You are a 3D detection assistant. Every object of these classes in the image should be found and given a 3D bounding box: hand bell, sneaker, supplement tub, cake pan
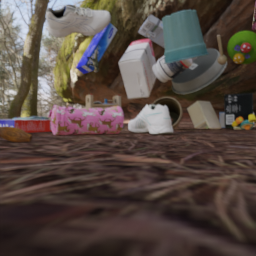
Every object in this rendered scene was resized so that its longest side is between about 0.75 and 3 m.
[{"bbox_3d":[-2.579,0.022,5.147,1.602,0.834,0.834,13,2,0],"label":"hand bell"},{"bbox_3d":[0.676,-0.259,8.732,0.786,0.896,2.235,-3,1,-26],"label":"sneaker"},{"bbox_3d":[1.812,-2.604,11.493,1.410,0.989,0.989,-33,-18,33],"label":"supplement tub"},{"bbox_3d":[-1.590,-3.464,8.925,2.102,0.783,0.915,-11,-26,-6],"label":"sneaker"},{"bbox_3d":[3.210,-2.749,13.274,2.852,2.852,0.523,2,-40,52],"label":"cake pan"}]

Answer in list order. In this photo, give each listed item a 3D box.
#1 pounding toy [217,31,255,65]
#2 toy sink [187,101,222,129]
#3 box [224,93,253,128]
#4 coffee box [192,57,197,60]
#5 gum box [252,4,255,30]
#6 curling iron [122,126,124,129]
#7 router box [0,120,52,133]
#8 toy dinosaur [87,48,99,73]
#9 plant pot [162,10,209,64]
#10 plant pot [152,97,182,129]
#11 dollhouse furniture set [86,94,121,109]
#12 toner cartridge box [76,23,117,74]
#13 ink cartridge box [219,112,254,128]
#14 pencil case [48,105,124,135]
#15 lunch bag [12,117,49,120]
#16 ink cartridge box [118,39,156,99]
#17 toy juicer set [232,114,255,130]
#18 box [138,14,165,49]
[{"bbox_3d":[3.847,-2.675,9.823,1.553,1.199,0.721,5,38,32],"label":"pounding toy"},{"bbox_3d":[3.620,-0.447,13.396,0.966,1.482,0.830,-1,-28,-40],"label":"toy sink"},{"bbox_3d":[5.225,-0.750,13.317,1.243,1.485,1.999,0,-3,21],"label":"box"},{"bbox_3d":[2.636,-3.406,12.200,0.344,0.862,0.487,-28,32,-1],"label":"coffee box"},{"bbox_3d":[4.183,-3.715,8.744,0.413,0.709,1.250,9,-20,21],"label":"gum box"},{"bbox_3d":[-0.317,-0.057,14.644,0.294,0.152,1.186,0,1,-6],"label":"curling iron"},{"bbox_3d":[-3.747,-0.071,9.693,1.758,0.429,1.578,1,2,35],"label":"router box"},{"bbox_3d":[-1.259,-2.390,10.064,0.451,1.024,0.243,-5,-18,7],"label":"toy dinosaur"},{"bbox_3d":[1.899,-3.168,9.807,1.595,1.562,1.595,-12,11,2],"label":"plant pot"},{"bbox_3d":[1.746,-0.491,12.163,1.414,1.414,1.227,1,-14,24],"label":"plant pot"},{"bbox_3d":[-1.894,-1.052,17.821,1.971,1.960,2.797,-1,2,-25],"label":"dollhouse furniture set"},{"bbox_3d":[-1.350,-3.347,11.881,0.467,2.163,1.028,35,-15,-29],"label":"toner cartridge box"},{"bbox_3d":[6.149,-0.446,15.669,1.482,0.873,2.574,1,2,31],"label":"ink cartridge box"},{"bbox_3d":[-1.179,-0.228,8.013,2.063,0.854,0.892,-2,-1,-26],"label":"pencil case"},{"bbox_3d":[-4.025,-0.175,11.629,1.127,0.542,1.405,-3,0,20],"label":"lunch bag"},{"bbox_3d":[0.552,-2.824,13.275,1.080,1.912,2.610,-4,33,19],"label":"ink cartridge box"},{"bbox_3d":[4.927,-0.074,12.025,0.902,0.386,1.418,-9,-25,11],"label":"toy juicer set"},{"bbox_3d":[1.341,-3.932,11.698,1.589,0.327,1.239,28,-12,-11],"label":"box"}]
